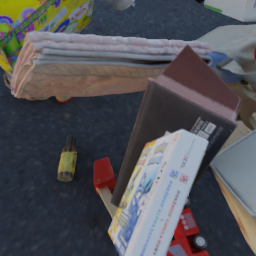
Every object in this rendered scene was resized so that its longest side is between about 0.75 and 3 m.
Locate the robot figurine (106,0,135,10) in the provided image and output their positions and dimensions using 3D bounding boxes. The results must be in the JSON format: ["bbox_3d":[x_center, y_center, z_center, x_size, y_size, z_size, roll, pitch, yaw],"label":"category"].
[{"bbox_3d":[-0.405,-4.104,8.124,1.598,0.902,1.355,39,26,-11],"label":"robot figurine"}]

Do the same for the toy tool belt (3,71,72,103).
[{"bbox_3d":[-2.787,-1.546,8.582,2.110,1.297,1.318,18,57,12],"label":"toy tool belt"}]

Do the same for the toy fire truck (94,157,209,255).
[{"bbox_3d":[0.402,1.935,6.553,2.030,0.702,2.878,-13,57,-8],"label":"toy fire truck"}]

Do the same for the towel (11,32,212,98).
[{"bbox_3d":[-0.465,-0.956,4.999,2.888,2.759,0.466,-5,89,-26],"label":"towel"}]

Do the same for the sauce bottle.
[{"bbox_3d":[-1.597,0.785,7.516,0.414,0.414,1.280,2,57,1],"label":"sauce bottle"}]

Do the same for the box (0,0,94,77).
[{"bbox_3d":[-2.370,-2.951,6.779,1.751,2.765,2.871,42,75,-3],"label":"box"}]

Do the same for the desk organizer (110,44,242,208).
[{"bbox_3d":[0.656,0.356,4.401,1.070,2.983,1.148,29,49,12],"label":"desk organizer"}]

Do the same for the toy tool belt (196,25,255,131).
[{"bbox_3d":[2.301,-0.876,5.238,1.868,1.839,2.992,-33,22,0],"label":"toy tool belt"}]

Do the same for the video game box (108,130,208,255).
[{"bbox_3d":[0.218,0.671,2.819,0.304,1.299,1.183,28,77,-5],"label":"video game box"}]

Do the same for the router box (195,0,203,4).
[{"bbox_3d":[2.218,-3.982,7.732,0.222,0.870,0.649,25,59,-16],"label":"router box"}]

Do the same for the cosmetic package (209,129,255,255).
[{"bbox_3d":[2.192,1.169,3.962,1.226,2.372,1.035,-31,35,1],"label":"cosmetic package"}]

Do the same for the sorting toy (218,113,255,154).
[{"bbox_3d":[3.826,0.697,7.585,2.850,0.520,2.638,-40,64,-19],"label":"sorting toy"}]

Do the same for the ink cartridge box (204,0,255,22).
[{"bbox_3d":[3.487,-3.096,6.011,2.972,1.249,2.169,-3,30,-7],"label":"ink cartridge box"}]
